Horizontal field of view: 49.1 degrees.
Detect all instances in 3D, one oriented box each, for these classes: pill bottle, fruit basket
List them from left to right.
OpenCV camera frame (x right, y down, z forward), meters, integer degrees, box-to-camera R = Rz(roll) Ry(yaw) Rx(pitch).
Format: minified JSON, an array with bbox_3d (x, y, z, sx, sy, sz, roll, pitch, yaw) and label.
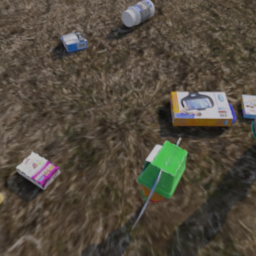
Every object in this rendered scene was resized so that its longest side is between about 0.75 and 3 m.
[{"bbox_3d":[0.455,-5.333,13.074,0.846,0.846,1.486,34,57,26],"label":"pill bottle"},{"bbox_3d":[0.614,1.241,6.410,0.839,1.789,1.657,33,40,9],"label":"fruit basket"}]

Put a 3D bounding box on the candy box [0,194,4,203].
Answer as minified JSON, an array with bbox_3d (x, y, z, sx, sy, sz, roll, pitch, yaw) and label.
[{"bbox_3d":[-4.265,1.819,7.096,1.808,0.510,1.055,17,52,16],"label":"candy box"}]

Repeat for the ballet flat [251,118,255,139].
[{"bbox_3d":[4.024,0.006,7.468,2.529,0.805,0.852,-3,79,-52],"label":"ballet flat"}]

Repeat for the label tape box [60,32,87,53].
[{"bbox_3d":[-2.367,-3.796,12.040,0.863,0.398,1.205,-19,53,-16],"label":"label tape box"}]

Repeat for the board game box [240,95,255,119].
[{"bbox_3d":[4.247,-0.708,9.493,0.720,0.190,0.942,6,49,6],"label":"board game box"}]

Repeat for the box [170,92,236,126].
[{"bbox_3d":[2.490,-0.636,9.286,2.096,0.435,1.248,-1,49,2],"label":"box"}]

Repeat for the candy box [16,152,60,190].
[{"bbox_3d":[-2.493,1.180,7.780,0.997,0.304,0.680,27,54,21],"label":"candy box"}]
